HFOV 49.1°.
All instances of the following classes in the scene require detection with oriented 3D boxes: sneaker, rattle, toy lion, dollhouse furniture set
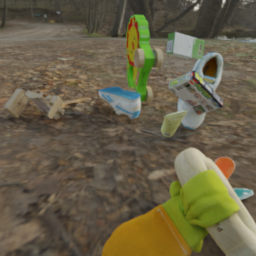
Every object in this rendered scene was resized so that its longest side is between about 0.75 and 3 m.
[{"bbox_3d":[-0.352,-0.875,9.280,0.741,0.782,1.936,-21,31,-31],"label":"sneaker"},{"bbox_3d":[0.985,1.354,4.392,1.759,1.930,2.701,37,12,5],"label":"rattle"},{"bbox_3d":[0.340,-2.545,10.145,0.898,2.616,2.508,-5,50,-15],"label":"toy lion"},{"bbox_3d":[2.050,-1.066,8.014,0.864,2.259,0.912,16,-2,-4],"label":"sneaker"},{"bbox_3d":[-2.860,-0.559,8.916,1.838,0.953,0.814,12,63,29],"label":"dollhouse furniture set"}]

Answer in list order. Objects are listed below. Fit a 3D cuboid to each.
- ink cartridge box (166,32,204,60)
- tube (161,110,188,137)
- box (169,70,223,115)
[{"bbox_3d":[1.531,-2.150,7.475,1.031,0.535,0.306,3,5,-30],"label":"ink cartridge box"},{"bbox_3d":[0.923,-0.115,5.920,0.321,0.359,1.238,33,-13,9],"label":"tube"},{"bbox_3d":[1.758,-0.853,7.191,0.759,1.379,0.239,-20,48,39],"label":"box"}]
